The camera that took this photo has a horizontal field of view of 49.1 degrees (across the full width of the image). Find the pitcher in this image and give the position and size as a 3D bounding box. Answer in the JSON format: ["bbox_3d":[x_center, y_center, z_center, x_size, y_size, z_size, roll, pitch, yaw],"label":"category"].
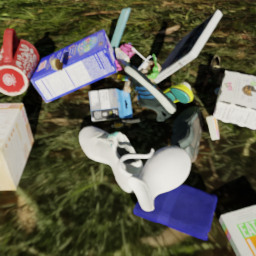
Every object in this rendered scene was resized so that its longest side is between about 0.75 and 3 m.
[{"bbox_3d":[0.682,1.028,7.171,1.704,1.033,1.462,-34,83,-32],"label":"pitcher"}]

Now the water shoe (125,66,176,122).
[{"bbox_3d":[0.456,-0.909,7.610,1.798,0.709,0.643,44,20,4],"label":"water shoe"}]

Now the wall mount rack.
[{"bbox_3d":[0.375,-2.317,10.431,1.121,1.290,0.481,23,28,-38],"label":"wall mount rack"}]

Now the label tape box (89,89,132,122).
[{"bbox_3d":[-0.623,-0.835,10.130,1.480,0.468,1.067,-7,84,-5],"label":"label tape box"}]

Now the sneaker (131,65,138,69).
[{"bbox_3d":[0.427,-2.471,12.727,0.571,0.503,1.282,12,21,-32],"label":"sneaker"}]

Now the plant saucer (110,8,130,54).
[{"bbox_3d":[-0.538,-3.796,12.185,0.267,2.816,0.984,22,26,-3],"label":"plant saucer"}]

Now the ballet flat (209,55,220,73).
[{"bbox_3d":[4.233,-3.118,13.526,0.509,0.350,1.512,12,41,14],"label":"ballet flat"}]

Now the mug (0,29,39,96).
[{"bbox_3d":[-4.089,-2.263,9.776,1.358,1.807,2.035,-26,38,11],"label":"mug"}]

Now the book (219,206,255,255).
[{"bbox_3d":[3.187,2.834,6.354,1.408,0.507,2.108,-11,43,-8],"label":"book"}]

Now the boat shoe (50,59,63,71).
[{"bbox_3d":[-1.989,-1.714,7.670,0.275,0.321,0.877,8,2,-2],"label":"boat shoe"}]

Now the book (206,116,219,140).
[{"bbox_3d":[2.718,0.027,8.912,0.258,0.717,1.074,-14,-7,20],"label":"book"}]

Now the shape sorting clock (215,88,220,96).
[{"bbox_3d":[4.112,-1.460,11.660,0.985,0.193,0.985,0,40,0],"label":"shape sorting clock"}]

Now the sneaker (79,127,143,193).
[{"bbox_3d":[-0.481,0.542,8.381,1.113,1.309,2.958,-29,48,-29],"label":"sneaker"}]

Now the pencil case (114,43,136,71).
[{"bbox_3d":[-0.222,-3.247,12.842,0.784,0.760,1.675,16,42,8],"label":"pencil case"}]

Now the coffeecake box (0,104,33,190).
[{"bbox_3d":[-3.533,0.510,8.193,0.755,1.587,2.068,0,40,0],"label":"coffeecake box"}]

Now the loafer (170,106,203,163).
[{"bbox_3d":[2.005,0.176,9.325,0.958,0.839,2.667,-24,18,30],"label":"loafer"}]

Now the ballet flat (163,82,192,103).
[{"bbox_3d":[1.864,-1.325,10.280,0.733,0.730,2.186,-43,11,-10],"label":"ballet flat"}]

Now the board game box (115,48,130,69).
[{"bbox_3d":[-0.191,-2.438,10.007,0.140,0.549,0.816,-25,45,-13],"label":"board game box"}]

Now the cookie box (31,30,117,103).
[{"bbox_3d":[-1.968,-2.388,10.593,2.856,1.073,2.443,-22,32,7],"label":"cookie box"}]

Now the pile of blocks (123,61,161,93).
[{"bbox_3d":[0.584,-1.732,9.927,1.672,0.686,0.520,-41,13,-12],"label":"pile of blocks"}]

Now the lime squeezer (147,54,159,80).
[{"bbox_3d":[0.788,-1.897,9.352,0.516,0.276,1.462,19,55,16],"label":"lime squeezer"}]

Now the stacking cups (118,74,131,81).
[{"bbox_3d":[-0.035,-2.192,12.495,0.840,0.254,0.254,17,43,19],"label":"stacking cups"}]

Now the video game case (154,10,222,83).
[{"bbox_3d":[2.239,-3.063,10.776,0.306,2.386,2.624,41,61,-13],"label":"video game case"}]

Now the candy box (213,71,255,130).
[{"bbox_3d":[4.625,-0.973,10.362,2.537,0.908,2.128,16,47,15],"label":"candy box"}]

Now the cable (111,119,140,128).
[{"bbox_3d":[-0.064,-0.149,9.836,1.020,0.257,0.495,-4,2,13],"label":"cable"}]

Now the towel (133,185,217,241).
[{"bbox_3d":[1.227,2.031,7.219,1.890,0.468,1.396,14,39,21],"label":"towel"}]
